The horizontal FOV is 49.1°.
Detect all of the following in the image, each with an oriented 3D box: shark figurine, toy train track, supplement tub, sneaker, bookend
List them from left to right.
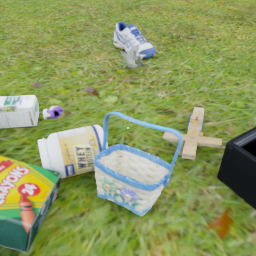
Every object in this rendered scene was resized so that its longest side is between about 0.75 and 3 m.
[{"bbox_3d":[-2.215,-0.428,8.581,0.419,0.405,1.005,4,14,10],"label":"sneaker"},{"bbox_3d":[-1.379,0.615,7.104,1.594,1.151,1.151,-12,40,-16],"label":"supplement tub"},{"bbox_3d":[0.068,-2.829,11.366,1.148,0.802,1.922,-40,32,16],"label":"shark figurine"},{"bbox_3d":[0.229,-4.187,13.243,1.030,1.206,2.735,-29,47,-33],"label":"sneaker"},{"bbox_3d":[1.953,0.177,8.315,1.567,0.444,2.731,8,32,17],"label":"toy train track"},{"bbox_3d":[4.088,1.026,6.507,2.688,1.246,2.705,-22,43,-25],"label":"bookend"}]

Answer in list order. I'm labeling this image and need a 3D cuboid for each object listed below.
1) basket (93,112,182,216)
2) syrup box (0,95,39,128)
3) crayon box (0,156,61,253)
[{"bbox_3d":[0.167,0.772,6.127,1.750,1.984,1.380,18,18,23],"label":"basket"},{"bbox_3d":[-3.862,-0.497,8.851,1.898,0.773,0.747,-5,39,-5],"label":"syrup box"},{"bbox_3d":[-3.036,1.276,5.708,2.843,0.722,1.805,15,23,-2],"label":"crayon box"}]
